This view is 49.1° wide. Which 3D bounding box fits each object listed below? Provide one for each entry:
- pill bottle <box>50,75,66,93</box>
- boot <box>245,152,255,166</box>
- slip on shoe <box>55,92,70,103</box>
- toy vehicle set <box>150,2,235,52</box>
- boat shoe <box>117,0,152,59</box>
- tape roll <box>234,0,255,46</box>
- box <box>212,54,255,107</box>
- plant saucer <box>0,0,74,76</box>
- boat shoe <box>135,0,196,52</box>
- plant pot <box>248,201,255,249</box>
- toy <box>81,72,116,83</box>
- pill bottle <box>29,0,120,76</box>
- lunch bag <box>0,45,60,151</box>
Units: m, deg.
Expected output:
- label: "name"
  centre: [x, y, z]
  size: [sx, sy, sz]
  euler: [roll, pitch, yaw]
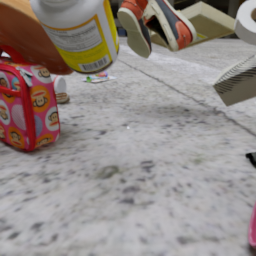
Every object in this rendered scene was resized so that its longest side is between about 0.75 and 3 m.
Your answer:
- label: "pill bottle"
  centre: [-3.590, -1.819, 12.146]
  size: [1.622, 0.940, 0.940]
  euler: [6, 23, 15]
- label: "boot"
  centre: [3.350, 0.833, 6.257]
  size: [0.950, 0.532, 1.373]
  euler: [-5, 9, 0]
- label: "slip on shoe"
  centre: [-2.999, -1.195, 11.374]
  size: [1.307, 0.497, 0.396]
  euler: [-5, -19, 9]
- label: "toy vehicle set"
  centre: [1.890, -3.144, 9.087]
  size: [1.644, 0.351, 2.646]
  euler: [8, -5, -34]
- label: "boat shoe"
  centre: [0.348, -3.148, 8.994]
  size: [0.866, 0.761, 2.433]
  euler: [20, -15, 25]
- label: "tape roll"
  centre: [3.494, -2.783, 7.348]
  size: [1.314, 0.459, 1.314]
  euler: [-3, 65, 6]
- label: "box"
  centre: [2.194, -0.901, 4.504]
  size: [1.540, 0.527, 0.633]
  euler: [-24, 20, 49]
- label: "plant saucer"
  centre: [-2.623, -2.403, 7.243]
  size: [2.984, 0.558, 2.984]
  euler: [20, -16, 6]
- label: "boat shoe"
  centre: [0.654, -2.372, 6.102]
  size: [0.608, 0.692, 1.943]
  euler: [-34, 63, -4]
- label: "plant pot"
  centre: [2.683, 1.277, 3.892]
  size: [1.418, 1.584, 1.584]
  euler: [25, 29, 15]
- label: "toy"
  centre: [-1.564, -2.861, 15.405]
  size: [1.087, 0.446, 1.888]
  euler: [16, 27, 33]
- label: "pill bottle"
  centre: [-0.883, -1.917, 4.874]
  size: [1.206, 1.206, 2.208]
  euler: [3, -18, 8]
- label: "lunch bag"
  centre: [-3.161, -0.915, 7.664]
  size: [2.930, 2.581, 1.200]
  euler: [17, 28, 36]
